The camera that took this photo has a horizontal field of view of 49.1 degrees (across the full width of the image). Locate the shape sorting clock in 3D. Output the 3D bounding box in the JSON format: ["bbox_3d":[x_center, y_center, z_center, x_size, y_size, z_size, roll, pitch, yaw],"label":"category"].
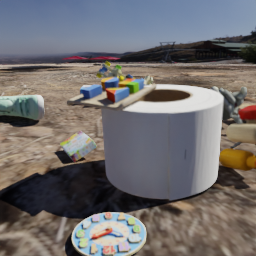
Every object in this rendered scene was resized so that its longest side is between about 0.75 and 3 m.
[{"bbox_3d":[-0.237,1.324,3.533,0.933,0.183,0.933,0,19,0],"label":"shape sorting clock"}]

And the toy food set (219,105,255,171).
[{"bbox_3d":[2.885,0.029,5.592,2.177,1.039,0.980,-22,10,-19],"label":"toy food set"}]

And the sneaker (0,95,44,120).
[{"bbox_3d":[-3.717,-0.652,9.293,1.335,0.833,2.264,-6,6,-40],"label":"sneaker"}]

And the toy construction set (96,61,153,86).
[{"bbox_3d":[-0.003,-1.964,12.261,2.612,1.203,1.713,13,11,-24],"label":"toy construction set"}]

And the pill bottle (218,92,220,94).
[{"bbox_3d":[2.700,-0.904,9.968,0.634,0.634,1.128,-14,-8,-41],"label":"pill bottle"}]

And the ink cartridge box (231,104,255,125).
[{"bbox_3d":[4.197,-0.413,9.046,1.311,0.492,1.080,-2,18,-6],"label":"ink cartridge box"}]

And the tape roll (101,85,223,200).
[{"bbox_3d":[0.606,0.105,5.238,2.169,1.489,2.169,-2,18,1],"label":"tape roll"}]

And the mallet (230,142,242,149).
[{"bbox_3d":[2.672,0.243,6.390,0.820,0.270,0.169,-26,67,-25],"label":"mallet"}]

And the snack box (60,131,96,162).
[{"bbox_3d":[-1.143,0.398,6.361,0.595,0.222,0.837,-36,29,-15],"label":"snack box"}]

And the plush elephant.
[{"bbox_3d":[2.918,-0.776,8.238,1.334,1.098,1.033,32,54,14],"label":"plush elephant"}]

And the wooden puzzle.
[{"bbox_3d":[-0.283,-0.630,4.766,1.205,0.279,1.116,6,26,35],"label":"wooden puzzle"}]

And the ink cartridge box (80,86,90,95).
[{"bbox_3d":[-1.253,-1.511,12.592,1.643,0.692,1.188,0,16,-1],"label":"ink cartridge box"}]
